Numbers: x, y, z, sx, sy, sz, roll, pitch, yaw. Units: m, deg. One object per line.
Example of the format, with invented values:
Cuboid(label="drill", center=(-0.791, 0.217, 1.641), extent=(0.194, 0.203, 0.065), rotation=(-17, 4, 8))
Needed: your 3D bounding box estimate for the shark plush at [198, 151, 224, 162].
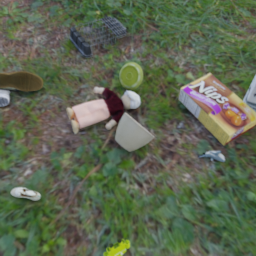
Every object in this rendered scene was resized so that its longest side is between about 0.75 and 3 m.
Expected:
Cuboid(label="shark plush", center=(3.051, 1.046, 10.232), extent=(0.912, 0.415, 0.380), rotation=(3, 78, -2))

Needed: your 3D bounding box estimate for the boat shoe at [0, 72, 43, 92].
Cuboid(label="boat shoe", center=(-4.889, -2.004, 12.106), extent=(2.323, 0.753, 0.850), rotation=(3, 93, -17))

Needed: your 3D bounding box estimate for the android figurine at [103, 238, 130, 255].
Cuboid(label="android figurine", center=(-0.327, 3.503, 8.001), extent=(0.816, 0.896, 0.184), rotation=(-22, 44, -21))

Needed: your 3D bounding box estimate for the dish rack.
Cuboid(label="dish rack", center=(-1.477, -4.723, 14.170), extent=(2.607, 0.711, 2.000), rotation=(-26, 60, -19))

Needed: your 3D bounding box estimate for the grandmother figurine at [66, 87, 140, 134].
Cuboid(label="grandmother figurine", center=(-0.904, -0.822, 11.262), extent=(2.978, 0.902, 1.806), rotation=(-17, 89, -17))

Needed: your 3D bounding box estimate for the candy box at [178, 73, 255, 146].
Cuboid(label="candy box", center=(3.573, -0.827, 11.271), extent=(1.653, 0.800, 2.832), rotation=(-28, 60, -17))

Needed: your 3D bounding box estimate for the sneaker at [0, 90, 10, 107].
Cuboid(label="sneaker", center=(-5.949, -1.286, 11.786), extent=(1.949, 0.728, 0.799), rotation=(2, 40, -7))

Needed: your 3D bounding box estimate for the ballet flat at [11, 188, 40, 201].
Cuboid(label="ballet flat", center=(-3.462, 2.172, 9.412), extent=(1.064, 0.332, 0.359), rotation=(8, 55, 6))

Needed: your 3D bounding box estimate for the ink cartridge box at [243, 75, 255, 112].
Cuboid(label="ink cartridge box", center=(5.410, -1.189, 10.744), extent=(1.525, 2.081, 0.864), rotation=(18, 60, 14))

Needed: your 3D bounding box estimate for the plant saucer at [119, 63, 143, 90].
Cuboid(label="plant saucer", center=(0.082, -2.250, 12.154), extent=(1.182, 1.182, 0.184), rotation=(35, 20, 22))

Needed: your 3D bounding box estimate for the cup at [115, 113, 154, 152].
Cuboid(label="cup", center=(0.111, 0.271, 10.282), extent=(1.408, 1.408, 1.007), rotation=(41, 92, 25))
